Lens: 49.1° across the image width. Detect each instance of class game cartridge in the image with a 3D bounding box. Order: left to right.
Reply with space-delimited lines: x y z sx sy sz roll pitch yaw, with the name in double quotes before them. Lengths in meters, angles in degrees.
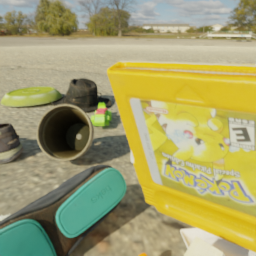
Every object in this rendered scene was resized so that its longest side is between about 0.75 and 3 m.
"game cartridge" 0.989 0.457 3.594 2.337 2.651 0.430 12 40 37

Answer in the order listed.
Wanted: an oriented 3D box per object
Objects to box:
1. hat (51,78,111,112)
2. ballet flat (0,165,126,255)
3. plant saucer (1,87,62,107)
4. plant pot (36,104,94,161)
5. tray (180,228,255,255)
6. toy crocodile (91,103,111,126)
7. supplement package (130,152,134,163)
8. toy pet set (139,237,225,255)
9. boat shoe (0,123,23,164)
"hat" -1.948 -1.455 11.451 2.630 1.061 2.630 -1 21 0
"ballet flat" -1.217 1.451 3.890 1.073 1.073 2.937 15 31 35
"plant saucer" -4.176 -1.427 12.119 2.545 0.395 2.545 -3 20 1
"plant pot" -1.339 0.163 6.727 1.289 1.289 1.118 4 -6 10
"tray" 1.509 1.727 4.099 1.360 0.151 0.730 -3 20 -6
"toy crocodile" -0.884 -0.416 9.277 0.582 0.532 1.724 1 17 2
"supplement package" 1.303 0.053 5.782 1.617 2.103 2.199 -12 23 -31
"toy pet set" 0.714 1.902 3.321 1.230 0.653 1.149 19 63 49
"boat shoe" -4.015 0.247 6.835 2.798 1.026 1.042 -1 20 -4
